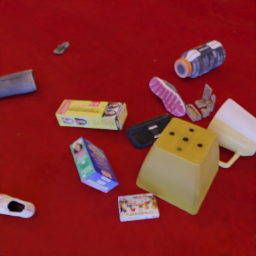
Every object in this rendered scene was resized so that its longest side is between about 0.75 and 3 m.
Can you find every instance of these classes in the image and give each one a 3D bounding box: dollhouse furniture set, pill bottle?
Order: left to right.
[{"bbox_3d":[3.248,-3.087,12.890,2.327,1.236,1.236,-28,51,-26],"label":"pill bottle"},{"bbox_3d":[2.846,-0.999,11.073,1.045,0.852,0.994,-15,47,-15],"label":"dollhouse furniture set"}]

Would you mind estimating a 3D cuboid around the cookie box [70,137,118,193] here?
[{"bbox_3d":[-1.062,1.146,8.635,0.538,1.224,1.431,-39,48,9],"label":"cookie box"}]

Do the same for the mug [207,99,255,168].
[{"bbox_3d":[3.647,0.276,9.637,1.646,2.005,1.606,35,21,19],"label":"mug"}]

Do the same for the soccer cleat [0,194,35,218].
[{"bbox_3d":[-3.434,2.182,7.931,1.597,0.680,0.548,10,65,9],"label":"soccer cleat"}]

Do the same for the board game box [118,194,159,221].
[{"bbox_3d":[0.292,2.320,8.211,1.106,0.191,0.698,-5,46,-5],"label":"board game box"}]

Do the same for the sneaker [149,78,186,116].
[{"bbox_3d":[1.759,-1.302,11.432,0.871,0.734,1.990,-11,54,-48],"label":"sneaker"}]

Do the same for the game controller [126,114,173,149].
[{"bbox_3d":[0.943,0.112,10.370,1.979,0.417,1.032,-20,63,-18],"label":"game controller"}]

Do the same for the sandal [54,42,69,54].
[{"bbox_3d":[-3.523,-4.234,14.674,0.481,0.345,1.210,12,46,12],"label":"sandal"}]

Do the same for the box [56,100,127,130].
[{"bbox_3d":[-1.363,-0.505,10.513,2.497,0.626,0.940,5,45,18],"label":"box"}]

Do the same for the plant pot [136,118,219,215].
[{"bbox_3d":[1.619,0.948,8.460,2.038,1.797,2.038,24,50,21],"label":"plant pot"}]

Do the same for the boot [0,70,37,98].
[{"bbox_3d":[-5.268,-1.451,11.582,2.828,1.026,2.571,-5,47,-14],"label":"boot"}]
